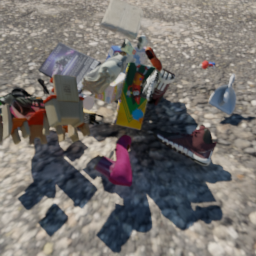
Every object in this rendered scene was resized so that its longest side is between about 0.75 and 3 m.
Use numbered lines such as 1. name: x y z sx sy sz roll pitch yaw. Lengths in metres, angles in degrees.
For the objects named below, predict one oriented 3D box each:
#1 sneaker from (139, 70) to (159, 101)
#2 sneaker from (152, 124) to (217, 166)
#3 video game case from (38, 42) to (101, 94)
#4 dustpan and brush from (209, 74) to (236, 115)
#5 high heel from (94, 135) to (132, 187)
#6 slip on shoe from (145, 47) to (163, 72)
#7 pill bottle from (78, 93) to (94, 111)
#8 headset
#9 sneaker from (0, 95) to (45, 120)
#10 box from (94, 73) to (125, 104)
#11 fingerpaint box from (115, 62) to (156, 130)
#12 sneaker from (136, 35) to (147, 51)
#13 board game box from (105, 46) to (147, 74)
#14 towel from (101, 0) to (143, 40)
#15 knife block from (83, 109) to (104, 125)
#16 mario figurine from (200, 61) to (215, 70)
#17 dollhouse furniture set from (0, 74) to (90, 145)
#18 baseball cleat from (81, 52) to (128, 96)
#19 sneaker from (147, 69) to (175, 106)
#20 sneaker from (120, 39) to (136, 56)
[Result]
1. sneaker: 0.616 -1.343 8.538 0.484 0.356 1.070 13 72 22
2. sneaker: 2.021 0.294 9.662 2.166 0.820 1.251 29 86 7
3. video game case: -2.378 -2.463 11.360 2.152 0.204 1.538 29 78 17
4. dustpan and brush: 4.131 -1.525 11.717 1.159 0.475 1.661 27 67 -11
5. high heel: -0.089 1.050 9.083 1.208 0.847 2.513 30 31 8
6. slip on shoe: 0.874 -2.350 9.680 0.351 0.948 0.290 -23 14 38
7. pill bottle: -2.041 -1.008 11.399 1.437 0.798 0.798 5 33 46
8. headset: -4.568 -1.194 11.691 2.535 1.191 1.565 -21 44 -6
9. sneaker: -3.586 -0.782 10.074 0.966 2.405 1.038 39 84 11
10. box: -0.673 -1.676 11.356 0.758 0.841 1.495 22 33 14
11. fingerpaint box: 0.187 -1.247 10.231 0.928 2.111 2.530 13 11 -3
12. sneaker: 0.626 -3.615 11.678 0.432 0.869 0.338 -30 82 -17
13. board game box: -0.206 -2.858 12.818 1.831 1.840 0.399 -10 55 -34
14. towel: -0.220 -4.669 11.982 1.589 0.413 2.397 17 48 -6
15. knife block: -1.280 -0.365 9.292 0.968 0.353 1.103 10 10 -7
16. mario figurine: 3.342 -2.583 11.796 0.773 0.477 0.410 -15 82 -42
17. dollhouse furniture set: -2.513 -0.455 8.982 2.795 2.765 1.440 -1 74 -41
18. baseball cleat: -0.715 -1.786 9.331 1.242 0.814 2.334 -49 21 -25
19. sneaker: 1.145 -1.650 11.133 0.932 1.423 2.464 30 17 3
20. sneaker: 0.047 -3.079 10.809 0.585 0.440 1.251 30 12 -5
